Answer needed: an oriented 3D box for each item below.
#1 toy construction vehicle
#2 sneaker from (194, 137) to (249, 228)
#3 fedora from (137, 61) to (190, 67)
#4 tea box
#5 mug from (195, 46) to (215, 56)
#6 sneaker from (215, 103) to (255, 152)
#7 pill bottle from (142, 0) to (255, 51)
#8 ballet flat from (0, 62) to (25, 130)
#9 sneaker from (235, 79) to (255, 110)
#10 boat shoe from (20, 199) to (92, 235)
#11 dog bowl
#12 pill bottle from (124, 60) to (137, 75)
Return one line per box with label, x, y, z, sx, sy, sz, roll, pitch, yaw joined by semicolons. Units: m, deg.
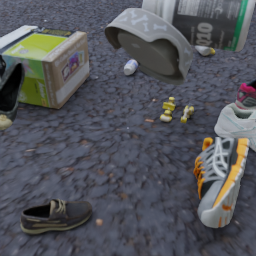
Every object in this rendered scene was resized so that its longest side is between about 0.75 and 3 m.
toy construction vehicle;1.634;-0.619;9.374;1.044;0.422;1.199;17;40;20
sneaker;2.058;1.140;6.607;1.145;1.161;2.965;13;31;24
fedora;1.569;-3.341;12.289;2.647;1.209;2.647;0;37;0
tea box;-3.263;-2.385;10.467;2.772;1.883;2.818;11;39;14
mug;3.759;-3.861;13.450;0.874;0.700;0.718;-10;46;-2
sneaker;3.764;0.122;7.931;2.581;1.034;0.908;24;42;26
pill bottle;1.930;-3.177;7.958;2.861;1.618;1.618;13;39;16
ballet flat;-2.459;-0.687;5.715;0.501;0.428;1.506;14;67;-25
sneaker;4.911;-1.323;9.598;2.719;1.015;1.096;-23;40;-19
boat shoe;-1.538;1.855;6.018;1.532;0.562;0.571;-12;39;-15
dog bowl;0.443;-1.576;5.489;1.842;1.842;0.540;31;86;34
pill bottle;0.093;-2.552;11.892;0.441;0.441;0.787;11;38;15
